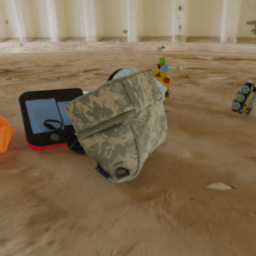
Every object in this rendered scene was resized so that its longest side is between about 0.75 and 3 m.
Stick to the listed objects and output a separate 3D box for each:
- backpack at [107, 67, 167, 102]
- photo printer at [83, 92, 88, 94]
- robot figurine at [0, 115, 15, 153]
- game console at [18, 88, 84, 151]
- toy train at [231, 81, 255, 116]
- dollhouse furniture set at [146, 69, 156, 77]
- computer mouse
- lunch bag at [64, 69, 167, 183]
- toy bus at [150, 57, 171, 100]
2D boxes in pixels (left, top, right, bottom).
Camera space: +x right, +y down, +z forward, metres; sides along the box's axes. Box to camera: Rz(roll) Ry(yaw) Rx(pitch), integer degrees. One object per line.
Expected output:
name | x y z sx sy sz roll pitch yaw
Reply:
backpack | 0.451 -1.692 12.658 2.278 1.728 2.729 13 18 -33
photo printer | -2.263 -1.242 12.932 2.214 0.769 1.842 1 16 -14
robot figurine | -4.628 0.060 8.600 2.477 1.444 1.782 17 50 39
game console | -2.427 -0.427 9.741 2.395 0.420 2.708 -11 50 -20
toy train | 4.981 -1.236 11.844 0.853 1.496 0.638 24 31 10
dollhouse furniture set | 1.354 -3.054 17.320 0.884 1.349 0.677 2 28 -3
computer mouse | -1.960 0.268 8.897 1.793 0.305 0.526 34 69 16
lunch bag | -0.060 -0.088 7.717 1.969 2.370 2.826 -24 6 28
toy bus | 1.536 -2.562 14.924 1.189 2.171 2.301 -14 12 3
